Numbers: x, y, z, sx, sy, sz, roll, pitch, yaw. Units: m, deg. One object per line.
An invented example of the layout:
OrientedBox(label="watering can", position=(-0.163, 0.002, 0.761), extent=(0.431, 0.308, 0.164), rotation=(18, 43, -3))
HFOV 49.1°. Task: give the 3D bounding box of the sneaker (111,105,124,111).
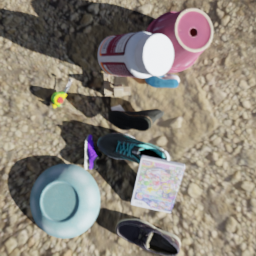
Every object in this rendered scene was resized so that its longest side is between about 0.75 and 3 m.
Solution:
OrientedBox(label="sneaker", position=(-0.325, -0.528, 11.344), extent=(0.486, 0.310, 0.841), rotation=(-22, 83, -6))

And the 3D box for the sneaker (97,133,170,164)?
OrientedBox(label="sneaker", position=(0.215, 0.817, 10.540), extent=(2.868, 1.308, 1.113), rotation=(13, 83, 4))

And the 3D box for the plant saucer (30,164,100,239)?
OrientedBox(label="plant saucer", position=(-2.437, 2.706, 10.337), extent=(2.770, 0.533, 2.770), rotation=(-1, 82, 8))

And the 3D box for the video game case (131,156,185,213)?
OrientedBox(label="video game case", position=(1.040, 2.101, 10.213), extent=(1.562, 0.197, 2.181), rotation=(12, 117, 2))

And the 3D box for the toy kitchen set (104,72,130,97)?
OrientedBox(label="toy kitchen set", position=(-0.453, -1.853, 11.319), extent=(1.059, 0.864, 0.955), rotation=(-2, 77, -2))

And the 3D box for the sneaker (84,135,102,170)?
OrientedBox(label="sneaker", position=(-1.352, 0.958, 10.970), extent=(0.686, 0.480, 1.380), rotation=(1, 80, -2))

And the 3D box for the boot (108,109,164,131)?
OrientedBox(label="boot", position=(0.315, -0.431, 10.931), extent=(1.924, 1.331, 0.745), rotation=(16, 121, 30))

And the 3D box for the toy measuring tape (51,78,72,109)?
OrientedBox(label="toy measuring tape", position=(-2.733, -1.420, 11.302), extent=(0.511, 0.511, 1.389), rotation=(30, 93, 6))

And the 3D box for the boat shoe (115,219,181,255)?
OrientedBox(label="boat shoe", position=(0.718, 3.978, 10.145), extent=(2.465, 0.799, 0.886), rotation=(19, 86, 7))

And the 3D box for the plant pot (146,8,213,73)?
OrientedBox(label="plant pot", position=(2.009, -3.417, 10.665), extent=(2.360, 2.112, 2.360), rotation=(-1, 92, -16))

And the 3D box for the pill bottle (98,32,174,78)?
OrientedBox(label="pill bottle", position=(0.218, -2.647, 10.257), extent=(1.604, 2.810, 1.604), rotation=(-10, 107, -34))

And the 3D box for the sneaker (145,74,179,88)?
OrientedBox(label="sneaker", position=(1.386, -1.966, 11.506), extent=(1.418, 0.573, 0.543), rotation=(11, 124, 10))
